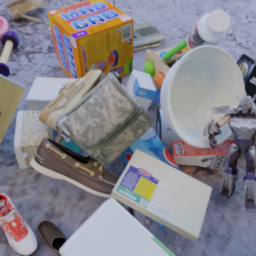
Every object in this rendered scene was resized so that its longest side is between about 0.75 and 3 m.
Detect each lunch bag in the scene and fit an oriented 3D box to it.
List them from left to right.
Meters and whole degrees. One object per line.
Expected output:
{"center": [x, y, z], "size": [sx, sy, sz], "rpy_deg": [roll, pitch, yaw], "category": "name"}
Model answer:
{"center": [-0.559, -0.224, 6.363], "size": [1.771, 1.485, 1.234], "rpy_deg": [-40, 37, 5], "category": "lunch bag"}

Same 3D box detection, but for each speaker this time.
{"center": [2.317, 0.045, 7.888], "size": [2.963, 1.203, 1.203], "rpy_deg": [-1, 48, -1], "category": "speaker"}

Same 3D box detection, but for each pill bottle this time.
{"center": [2.098, -2.511, 7.346], "size": [0.757, 1.368, 0.757], "rpy_deg": [0, 86, -7], "category": "pill bottle"}

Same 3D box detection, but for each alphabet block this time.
{"center": [-3.767, -0.709, 6.656], "size": [1.586, 1.594, 1.624], "rpy_deg": [24, 88, 31], "category": "alphabet block"}

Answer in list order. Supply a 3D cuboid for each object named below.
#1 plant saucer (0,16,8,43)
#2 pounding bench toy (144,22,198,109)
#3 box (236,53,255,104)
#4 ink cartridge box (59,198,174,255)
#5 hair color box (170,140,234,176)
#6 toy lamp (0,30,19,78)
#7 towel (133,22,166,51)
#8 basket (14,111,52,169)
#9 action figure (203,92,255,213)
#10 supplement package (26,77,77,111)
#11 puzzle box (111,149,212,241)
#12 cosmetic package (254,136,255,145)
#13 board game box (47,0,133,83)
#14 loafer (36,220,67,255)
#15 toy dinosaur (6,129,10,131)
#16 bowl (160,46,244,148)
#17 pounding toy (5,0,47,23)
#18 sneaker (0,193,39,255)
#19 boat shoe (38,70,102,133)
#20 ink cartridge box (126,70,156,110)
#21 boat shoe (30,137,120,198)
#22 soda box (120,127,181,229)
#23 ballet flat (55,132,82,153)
{"center": [-6.396, -3.992, 11.930], "size": [2.579, 0.654, 2.579], "rpy_deg": [0, 49, 0], "category": "plant saucer"}
{"center": [1.545, -2.025, 8.892], "size": [1.949, 2.499, 1.553], "rpy_deg": [-20, 51, -18], "category": "pounding bench toy"}
{"center": [4.111, -1.079, 8.315], "size": [2.152, 0.927, 1.762], "rpy_deg": [14, 28, -50], "category": "box"}
{"center": [0.004, 2.523, 4.654], "size": [1.809, 2.490, 1.089], "rpy_deg": [37, 63, 20], "category": "ink cartridge box"}
{"center": [1.953, 0.805, 7.385], "size": [1.673, 0.928, 0.535], "rpy_deg": [-1, 48, 0], "category": "hair color box"}
{"center": [-4.768, -3.004, 10.988], "size": [0.734, 0.734, 2.521], "rpy_deg": [-5, 47, -5], "category": "toy lamp"}
{"center": [0.468, -3.955, 12.196], "size": [1.891, 0.327, 1.820], "rpy_deg": [-18, 47, -13], "category": "towel"}
{"center": [-2.602, 0.290, 7.831], "size": [0.887, 0.975, 1.438], "rpy_deg": [-4, 46, -11], "category": "basket"}
{"center": [2.622, 0.480, 6.345], "size": [1.722, 2.646, 0.918], "rpy_deg": [10, 24, 35], "category": "action figure"}
{"center": [-2.347, -0.972, 9.078], "size": [1.451, 0.804, 1.130], "rpy_deg": [4, 48, 3], "category": "supplement package"}
{"center": [0.740, 1.358, 5.964], "size": [1.911, 0.243, 1.271], "rpy_deg": [27, 49, 7], "category": "puzzle box"}
{"center": [3.393, 0.225, 6.451], "size": [1.526, 0.803, 0.542], "rpy_deg": [5, -1, 43], "category": "cosmetic package"}
{"center": [-1.279, -2.991, 9.998], "size": [2.143, 2.145, 2.143], "rpy_deg": [-27, 53, -23], "category": "board game box"}
{"center": [-1.579, 2.451, 6.189], "size": [1.240, 0.440, 0.453], "rpy_deg": [33, 52, 25], "category": "loafer"}
{"center": [-4.733, -0.549, 8.409], "size": [1.278, 0.962, 2.499], "rpy_deg": [-32, 79, -25], "category": "toy dinosaur"}
{"center": [1.621, -0.726, 6.794], "size": [2.326, 2.326, 1.045], "rpy_deg": [-27, 16, -22], "category": "bowl"}
{"center": [-4.845, -5.526, 13.374], "size": [1.344, 1.348, 2.350], "rpy_deg": [-7, 31, 33], "category": "pounding toy"}
{"center": [-2.597, 2.125, 6.222], "size": [0.522, 0.837, 1.562], "rpy_deg": [-34, 55, -23], "category": "sneaker"}
{"center": [-1.509, -0.959, 7.901], "size": [0.895, 0.989, 2.774], "rpy_deg": [22, 39, 3], "category": "boat shoe"}
{"center": [0.239, -0.864, 8.435], "size": [0.580, 1.370, 0.990], "rpy_deg": [9, 37, -19], "category": "ink cartridge box"}
{"center": [-1.051, 0.980, 6.760], "size": [2.428, 0.723, 0.872], "rpy_deg": [24, 9, -12], "category": "boat shoe"}
{"center": [0.627, 1.050, 7.061], "size": [0.892, 0.844, 2.630], "rpy_deg": [-15, 53, -22], "category": "soda box"}
{"center": [-1.509, 0.136, 8.226], "size": [0.798, 0.808, 2.374], "rpy_deg": [11, 40, 37], "category": "ballet flat"}
